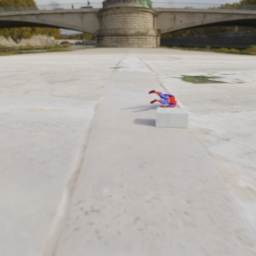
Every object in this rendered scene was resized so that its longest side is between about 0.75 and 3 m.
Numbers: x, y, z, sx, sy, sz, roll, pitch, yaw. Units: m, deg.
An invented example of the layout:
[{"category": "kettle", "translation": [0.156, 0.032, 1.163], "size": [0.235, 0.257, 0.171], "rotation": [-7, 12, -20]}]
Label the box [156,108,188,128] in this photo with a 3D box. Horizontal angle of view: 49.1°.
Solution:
[{"category": "box", "translation": [1.816, -0.431, 11.663], "size": [1.304, 0.635, 0.811], "rotation": [2, 19, 8]}]

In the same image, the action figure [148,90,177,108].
[{"category": "action figure", "translation": [1.821, -1.396, 14.006], "size": [0.610, 0.772, 2.359], "rotation": [-23, -17, 37]}]
